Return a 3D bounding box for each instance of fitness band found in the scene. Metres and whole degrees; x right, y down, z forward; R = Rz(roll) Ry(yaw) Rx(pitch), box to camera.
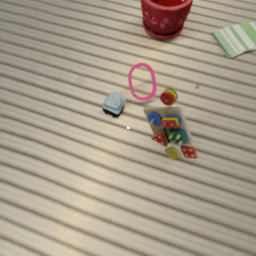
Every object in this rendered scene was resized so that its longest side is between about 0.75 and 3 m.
[{"bbox_3d":[0.519,-1.684,10.305,1.011,1.408,0.264,-12,18,1],"label":"fitness band"}]

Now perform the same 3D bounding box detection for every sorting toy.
[{"bbox_3d":[1.178,0.105,8.634,1.332,2.762,0.467,3,40,41],"label":"sorting toy"}]

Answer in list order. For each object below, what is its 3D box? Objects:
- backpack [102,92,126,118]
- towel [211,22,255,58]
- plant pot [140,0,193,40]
[{"bbox_3d":[-0.498,-0.922,10.450,0.779,0.661,0.877,25,59,12],"label":"backpack"},{"bbox_3d":[4.949,-3.890,12.243,2.097,0.245,1.600,-18,63,-8],"label":"towel"},{"bbox_3d":[1.564,-4.974,11.834,2.138,1.947,2.138,0,61,0],"label":"plant pot"}]
